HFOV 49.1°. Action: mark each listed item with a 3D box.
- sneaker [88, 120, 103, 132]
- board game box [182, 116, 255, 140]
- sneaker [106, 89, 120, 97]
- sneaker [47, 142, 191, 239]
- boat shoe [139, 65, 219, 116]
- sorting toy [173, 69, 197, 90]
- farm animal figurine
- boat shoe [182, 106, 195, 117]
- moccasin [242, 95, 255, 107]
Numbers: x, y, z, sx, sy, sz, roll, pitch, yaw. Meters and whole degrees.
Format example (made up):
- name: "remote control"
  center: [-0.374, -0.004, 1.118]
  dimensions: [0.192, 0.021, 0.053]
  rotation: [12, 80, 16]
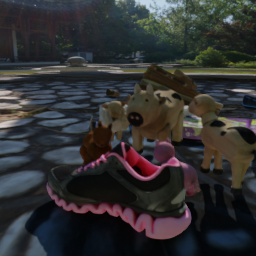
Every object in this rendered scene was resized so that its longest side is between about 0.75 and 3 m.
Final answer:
- name: "sneaker"
  center: [-0.809, -0.078, 7.858]
  dimensions: [0.468, 0.323, 0.841]
  rotation: [26, 28, 7]
- name: "board game box"
  center: [2.765, 0.035, 7.570]
  dimensions: [2.692, 0.435, 1.615]
  rotation: [6, 11, 27]
- name: "sneaker"
  center: [-0.804, -1.811, 14.790]
  dimensions: [0.402, 0.375, 1.064]
  rotation: [13, 9, -33]
- name: "sneaker"
  center: [-0.217, 0.675, 3.931]
  dimensions: [2.270, 1.083, 0.897]
  rotation: [6, 18, 27]
- name: "boat shoe"
  center: [1.920, -1.383, 9.908]
  dimensions: [2.989, 1.016, 1.075]
  rotation: [25, -9, 6]
- name: "sorting toy"
  center: [2.172, -1.392, 10.819]
  dimensions: [1.525, 1.136, 0.204]
  rotation: [45, 53, 11]
- name: "farm animal figurine"
  center: [0.652, -0.098, 5.227]
  dimensions: [2.964, 1.545, 2.931]
  rotation: [3, 19, 7]
- name: "boat shoe"
  center: [1.735, -0.480, 8.605]
  dimensions: [0.980, 0.336, 0.353]
  rotation: [-8, 20, 40]
- name: "moccasin"
  center: [5.511, -1.098, 11.623]
  dimensions: [1.468, 0.501, 0.591]
  rotation: [10, 18, 32]
